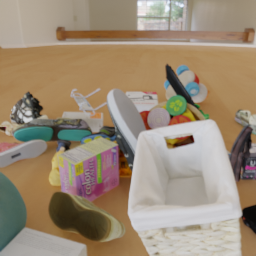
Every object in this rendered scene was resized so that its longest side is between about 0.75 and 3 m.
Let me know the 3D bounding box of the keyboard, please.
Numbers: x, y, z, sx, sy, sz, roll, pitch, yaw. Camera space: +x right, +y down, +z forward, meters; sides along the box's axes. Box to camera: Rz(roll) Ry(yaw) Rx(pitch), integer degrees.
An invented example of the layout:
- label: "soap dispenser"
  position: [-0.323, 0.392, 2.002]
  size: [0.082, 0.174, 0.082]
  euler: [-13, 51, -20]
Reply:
- label: "keyboard"
  position: [2.070, -0.644, 9.253]
  size: [0.304, 2.948, 1.873]
  euler: [-29, -15, 2]

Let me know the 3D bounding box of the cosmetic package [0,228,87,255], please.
- label: "cosmetic package"
  position: [-1.577, 2.558, 4.713]
  size: [1.333, 0.822, 1.337]
  euler: [8, 24, 19]

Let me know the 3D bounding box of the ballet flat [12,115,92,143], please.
- label: "ballet flat"
  position: [-2.740, 0.014, 10.210]
  size: [2.834, 1.019, 1.019]
  euler: [2, 19, -30]

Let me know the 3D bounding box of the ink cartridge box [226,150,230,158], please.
- label: "ink cartridge box"
  position: [2.733, 0.892, 9.171]
  size: [0.837, 0.482, 1.446]
  euler: [-5, 23, -12]

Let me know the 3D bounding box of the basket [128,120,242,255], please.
- label: "basket"
  position: [1.142, 1.243, 5.633]
  size: [1.785, 1.625, 2.634]
  euler: [-10, 28, 14]

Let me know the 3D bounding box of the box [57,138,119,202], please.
- label: "box"
  position: [-1.005, 1.150, 7.467]
  size: [0.720, 1.310, 1.489]
  euler: [20, 30, 40]

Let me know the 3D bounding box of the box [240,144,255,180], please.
- label: "box"
  position: [4.051, 0.988, 8.502]
  size: [1.423, 0.816, 0.940]
  euler: [1, 23, 1]

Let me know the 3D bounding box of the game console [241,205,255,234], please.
- label: "game console"
  position: [3.645, 2.243, 5.778]
  size: [1.453, 0.297, 2.463]
  euler: [-11, 19, -14]

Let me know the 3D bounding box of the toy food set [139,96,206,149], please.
- label: "toy food set"
  position: [1.195, 0.265, 8.272]
  size: [2.285, 2.308, 0.561]
  euler: [60, 17, 21]

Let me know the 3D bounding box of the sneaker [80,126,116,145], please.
- label: "sneaker"
  position: [-0.841, 0.412, 10.011]
  size: [0.912, 0.780, 2.201]
  euler: [20, 23, 37]

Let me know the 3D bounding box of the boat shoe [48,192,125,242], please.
- label: "boat shoe"
  position: [-1.011, 1.970, 6.272]
  size: [2.115, 0.772, 0.666]
  euler: [4, -16, 41]

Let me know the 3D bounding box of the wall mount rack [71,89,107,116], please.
- label: "wall mount rack"
  position: [-1.473, -1.083, 10.819]
  size: [1.239, 0.532, 1.426]
  euler: [-5, 45, -41]

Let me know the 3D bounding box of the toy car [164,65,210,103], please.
- label: "toy car"
  position: [3.293, -1.800, 14.688]
  size: [2.165, 1.915, 1.995]
  euler: [25, 33, -29]

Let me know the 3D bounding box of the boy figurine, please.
- label: "boy figurine"
  position: [-2.011, 1.022, 8.323]
  size: [0.507, 0.978, 1.573]
  euler: [9, 36, -13]

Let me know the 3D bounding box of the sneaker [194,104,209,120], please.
- label: "sneaker"
  position: [2.734, -0.662, 12.179]
  size: [0.846, 0.955, 2.284]
  euler: [-10, 29, -31]

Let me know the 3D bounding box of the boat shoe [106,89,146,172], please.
- label: "boat shoe"
  position: [0.067, 0.348, 7.667]
  size: [0.817, 2.886, 0.990]
  euler: [-28, -2, 30]

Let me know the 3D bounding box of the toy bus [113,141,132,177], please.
- label: "toy bus"
  position: [-0.130, 0.815, 8.666]
  size: [0.739, 1.089, 1.045]
  euler: [-2, 16, 6]

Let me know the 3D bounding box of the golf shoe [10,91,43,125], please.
- label: "golf shoe"
  position: [-4.135, -0.298, 11.647]
  size: [1.339, 1.102, 2.834]
  euler: [-36, 42, -1]

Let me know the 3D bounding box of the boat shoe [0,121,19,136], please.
- label: "boat shoe"
  position: [-4.670, 0.114, 11.158]
  size: [1.330, 0.490, 0.460]
  euler: [14, 37, 33]

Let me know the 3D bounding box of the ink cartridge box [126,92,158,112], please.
- label: "ink cartridge box"
  position: [0.613, -0.988, 13.143]
  size: [1.569, 0.901, 2.160]
  euler: [1, 23, 3]

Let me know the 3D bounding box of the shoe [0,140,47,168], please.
- label: "shoe"
  position: [-3.688, 0.696, 9.399]
  size: [1.741, 0.622, 0.792]
  euler: [-21, 37, -30]

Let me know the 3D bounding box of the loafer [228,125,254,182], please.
- label: "loafer"
  position: [3.152, 0.746, 7.784]
  size: [0.559, 1.774, 0.638]
  euler: [34, 40, 30]

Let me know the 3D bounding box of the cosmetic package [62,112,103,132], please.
- label: "cosmetic package"
  position: [-1.881, -0.253, 11.668]
  size: [1.656, 0.590, 0.840]
  euler: [1, 22, -7]

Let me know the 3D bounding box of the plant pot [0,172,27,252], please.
- label: "plant pot"
  position: [-2.891, 1.767, 5.462]
  size: [2.180, 2.180, 1.468]
  euler: [18, -10, 37]

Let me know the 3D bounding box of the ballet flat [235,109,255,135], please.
- label: "ballet flat"
  position: [5.154, -0.309, 11.811]
  size: [0.720, 0.720, 2.003]
  euler: [-5, 23, -11]
